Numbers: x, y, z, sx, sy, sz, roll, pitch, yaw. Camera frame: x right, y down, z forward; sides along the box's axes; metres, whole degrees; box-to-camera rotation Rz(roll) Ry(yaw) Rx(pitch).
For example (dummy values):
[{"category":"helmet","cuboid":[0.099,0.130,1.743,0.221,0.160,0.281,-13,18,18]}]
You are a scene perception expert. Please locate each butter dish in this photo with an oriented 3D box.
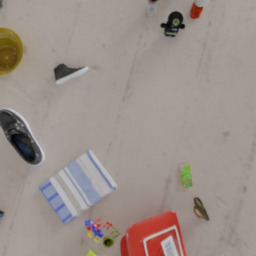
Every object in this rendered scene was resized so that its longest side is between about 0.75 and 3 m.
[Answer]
[{"category":"butter dish","cuboid":[0.680,4.804,10.475,2.795,2.072,2.803,-3,75,-42]}]

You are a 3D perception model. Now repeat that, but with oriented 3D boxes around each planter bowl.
[{"category":"planter bowl","cuboid":[-5.246,-3.051,11.742,2.080,0.866,2.080,0,84,1]}]

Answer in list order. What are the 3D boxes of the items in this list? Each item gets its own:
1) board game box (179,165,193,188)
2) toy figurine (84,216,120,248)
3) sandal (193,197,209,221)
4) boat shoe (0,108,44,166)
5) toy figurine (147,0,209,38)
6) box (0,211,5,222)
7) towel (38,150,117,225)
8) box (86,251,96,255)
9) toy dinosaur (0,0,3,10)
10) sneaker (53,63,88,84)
[{"category":"board game box","cuboid":[2.409,2.005,11.616,0.428,0.134,0.897,-7,82,0]},{"category":"toy figurine","cuboid":[-1.201,3.976,11.200,0.883,1.003,1.674,-51,130,-15]},{"category":"sandal","cuboid":[2.772,3.234,10.894,0.441,1.614,0.660,-22,50,13]},{"category":"boat shoe","cuboid":[-4.483,0.343,11.361,0.997,0.944,2.850,-33,85,-3]},{"category":"toy figurine","cuboid":[1.950,-5.186,11.614,2.207,1.535,2.172,-38,86,-3]},{"category":"box","cuboid":[-5.622,3.660,11.272,0.910,0.473,0.828,24,86,3]},{"category":"towel","cuboid":[-2.050,2.422,11.478,2.703,0.322,1.985,-35,85,-3]},{"category":"box","cuboid":[-1.306,5.566,11.193,1.131,0.270,0.690,37,86,4]},{"category":"toy dinosaur","cuboid":[-5.822,-5.889,12.287,0.684,0.368,1.552,3,84,-14]},{"category":"sneaker","cuboid":[-2.485,-2.471,11.844,1.499,0.530,0.743,-22,90,2]}]
